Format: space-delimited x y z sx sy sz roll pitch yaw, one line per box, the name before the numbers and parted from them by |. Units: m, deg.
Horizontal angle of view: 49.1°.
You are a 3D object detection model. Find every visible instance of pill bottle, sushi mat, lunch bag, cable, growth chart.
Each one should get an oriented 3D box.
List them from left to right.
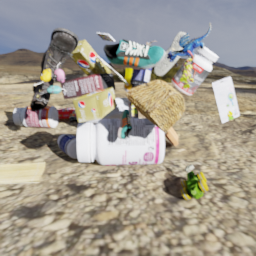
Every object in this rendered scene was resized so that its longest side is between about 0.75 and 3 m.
sushi mat | -4.063 1.432 8.649 2.877 0.174 1.376 -2 14 -6
pill bottle | -5.005 -0.600 15.199 2.165 1.186 1.186 2 13 7
lunch bag | -3.712 -0.927 17.371 1.667 0.683 1.468 -3 5 6
pill bottle | -2.216 0.646 10.744 0.756 0.756 1.362 -9 16 -33
cable | -1.012 -0.841 14.797 2.975 1.030 2.974 -15 -3 35
growth chart | -0.702 -2.572 12.513 1.658 0.147 1.200 39 8 -28
pill bottle | -0.273 0.479 9.600 2.826 1.602 1.602 -1 13 -3
pill bottle | 0.433 -2.323 12.992 1.175 2.151 1.175 6 26 -3
pill bottle | 0.452 -1.887 10.381 0.684 1.224 0.684 12 1 0
pill bottle | 2.772 -2.401 11.713 1.106 1.909 1.106 27 27 -15

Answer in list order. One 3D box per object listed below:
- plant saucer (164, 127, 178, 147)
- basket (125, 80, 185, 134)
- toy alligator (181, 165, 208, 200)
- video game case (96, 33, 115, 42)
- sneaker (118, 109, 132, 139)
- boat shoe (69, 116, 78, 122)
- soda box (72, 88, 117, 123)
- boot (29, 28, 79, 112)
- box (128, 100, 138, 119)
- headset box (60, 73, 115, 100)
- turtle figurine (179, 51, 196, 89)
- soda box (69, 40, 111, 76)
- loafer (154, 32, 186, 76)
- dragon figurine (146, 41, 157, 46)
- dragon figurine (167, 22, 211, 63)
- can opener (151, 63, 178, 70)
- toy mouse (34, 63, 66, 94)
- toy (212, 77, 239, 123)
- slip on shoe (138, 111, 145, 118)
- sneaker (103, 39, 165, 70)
plant saucer | 1.298 -0.265 11.684 0.393 2.433 2.433 -41 15 2
basket | 0.809 -0.731 7.739 1.107 1.060 1.485 42 0 32
toy alligator | 1.828 1.512 7.660 0.642 0.465 1.936 -30 6 17
video game case | -1.032 -4.179 12.902 0.779 0.070 0.558 21 -6 36
sneaker | -0.026 -0.105 8.293 0.372 0.932 0.332 1 -16 29
boat shoe | -3.064 -0.485 16.842 0.963 0.346 0.326 1 50 -27
soda box | -0.839 -0.663 7.599 0.632 0.598 1.867 -10 13 12
boot | -2.860 -2.005 10.497 1.027 2.582 2.966 20 -26 -23
box | 0.237 -0.232 12.051 0.327 1.882 1.036 -4 14 -5
headset box | -1.523 -1.729 11.466 1.960 0.757 1.459 -10 8 19
turtle figurine | 1.888 -1.802 9.029 0.378 1.173 0.946 6 52 23
soda box | -1.736 -2.971 12.951 0.762 0.720 2.249 -1 -29 32
loafer | 1.890 -3.071 11.991 0.734 2.100 0.733 41 7 22
dragon figurine | 0.703 -2.860 9.759 0.753 0.221 0.374 -37 5 33
dragon figurine | 2.049 -2.804 9.413 0.861 1.733 0.510 9 49 -37
can opener | 1.337 -3.197 13.273 2.415 0.807 0.644 12 -13 41
toy mouse | -2.398 -1.553 9.455 0.243 1.254 1.115 4 -31 40
toy | 2.672 -0.770 7.812 0.660 1.147 0.271 -21 8 -20
slip on shoe | -0.080 -0.832 17.072 2.587 0.784 0.984 4 14 17
sneaker | 0.121 -2.448 9.217 2.177 0.777 0.870 4 -21 33
